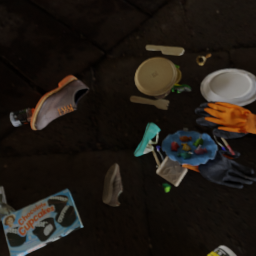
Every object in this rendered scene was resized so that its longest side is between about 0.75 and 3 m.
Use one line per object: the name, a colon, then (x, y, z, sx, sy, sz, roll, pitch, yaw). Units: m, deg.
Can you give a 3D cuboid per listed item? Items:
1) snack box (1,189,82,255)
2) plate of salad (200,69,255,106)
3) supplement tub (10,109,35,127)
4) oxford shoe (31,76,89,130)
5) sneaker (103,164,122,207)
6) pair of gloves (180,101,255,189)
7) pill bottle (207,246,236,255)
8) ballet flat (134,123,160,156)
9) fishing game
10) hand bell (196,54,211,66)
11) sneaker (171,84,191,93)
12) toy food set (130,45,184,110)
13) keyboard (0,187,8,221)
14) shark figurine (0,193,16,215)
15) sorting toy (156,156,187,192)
snack box: (-2.621, 2.898, 8.567, 2.140, 0.397, 1.243, -23, 64, -12)
plate of salad: (3.922, -1.497, 10.796, 2.189, 0.526, 2.189, -8, 48, 9)
supplement tub: (-3.812, -0.401, 10.262, 0.857, 0.525, 0.525, -16, 63, -6)
oxford shoe: (-2.492, -0.860, 10.294, 0.958, 0.936, 2.627, 29, 65, 16)
sneaker: (-0.448, 1.876, 9.141, 0.548, 0.511, 1.450, 33, 46, -24)
pair of gloves: (3.293, 0.500, 9.484, 2.517, 0.349, 2.825, 17, 79, 8)
pill bottle: (2.087, 4.181, 7.432, 2.013, 1.150, 1.150, -28, 65, -14)
ballet flat: (0.651, 0.502, 9.309, 0.518, 1.472, 0.496, 27, 35, 6)
fishing game: (2.066, 0.551, 9.465, 2.638, 0.410, 1.889, -8, 34, -3)
hand bell: (3.264, -2.961, 11.849, 0.761, 0.396, 0.396, -33, 66, -31)
sneaker: (2.092, -1.512, 11.052, 0.801, 0.312, 0.341, 6, 69, 13)
toy food set: (1.157, -1.975, 11.075, 1.798, 0.523, 2.604, 13, 76, 20)
keyboard: (-4.097, 2.434, 9.026, 0.306, 0.058, 1.089, -22, 63, -6)
shark figurine: (-4.179, 2.135, 8.760, 0.886, 1.483, 0.619, -25, 18, 24)
sorting toy: (1.367, 1.587, 9.399, 0.837, 0.167, 1.132, 34, 62, 12)
